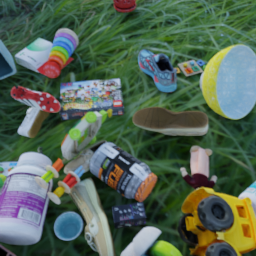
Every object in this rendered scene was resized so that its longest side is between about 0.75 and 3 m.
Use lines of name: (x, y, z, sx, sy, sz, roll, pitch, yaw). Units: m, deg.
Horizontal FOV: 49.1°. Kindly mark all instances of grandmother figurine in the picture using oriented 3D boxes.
grandmother figurine: (2.382, 1.626, 9.373, 1.311, 0.655, 2.162, 9, 50, 0)

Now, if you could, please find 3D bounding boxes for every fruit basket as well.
fruit basket: (-4.518, 1.626, 9.211, 1.406, 0.712, 1.518, -3, 40, 1)

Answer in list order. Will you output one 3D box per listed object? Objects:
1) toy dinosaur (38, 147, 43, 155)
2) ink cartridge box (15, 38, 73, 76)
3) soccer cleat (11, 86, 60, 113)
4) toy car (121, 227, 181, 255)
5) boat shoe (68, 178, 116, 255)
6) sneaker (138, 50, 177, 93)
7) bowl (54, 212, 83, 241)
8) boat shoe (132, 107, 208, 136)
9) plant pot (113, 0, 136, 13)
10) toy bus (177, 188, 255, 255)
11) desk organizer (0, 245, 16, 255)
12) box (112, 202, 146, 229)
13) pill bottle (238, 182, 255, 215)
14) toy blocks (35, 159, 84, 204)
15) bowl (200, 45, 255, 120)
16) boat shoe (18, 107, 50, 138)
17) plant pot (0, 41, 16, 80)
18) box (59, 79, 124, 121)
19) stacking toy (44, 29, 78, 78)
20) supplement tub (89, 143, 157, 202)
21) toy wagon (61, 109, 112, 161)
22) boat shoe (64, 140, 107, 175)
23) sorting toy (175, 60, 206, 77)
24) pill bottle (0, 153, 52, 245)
toy dinosaur: (-3.175, 0.945, 10.083, 0.223, 0.414, 0.940, 0, 49, -22)
ink cartridge box: (-4.077, -3.443, 13.659, 2.181, 0.546, 1.755, 24, 55, 20)
soccer cleat: (-3.484, -1.059, 10.683, 1.921, 0.818, 0.659, 18, 82, -5)
toy car: (0.524, 3.608, 6.717, 1.786, 2.041, 1.530, 43, 40, 18)
boat shoe: (-1.089, 2.747, 8.202, 0.896, 1.039, 2.849, -17, 49, -12)
sneaker: (1.411, -2.910, 12.660, 1.109, 1.336, 2.798, -21, 54, -21)
bowl: (-1.750, 3.005, 8.368, 0.838, 0.438, 0.838, 0, 49, 0)
boat shoe: (1.578, -0.134, 10.684, 2.842, 0.923, 1.025, 3, 59, 17)
plant pot: (-0.232, -7.768, 16.628, 1.552, 1.413, 1.552, 0, 50, -1)
toy bus: (2.828, 3.162, 7.616, 2.505, 1.770, 2.609, 10, 52, -12)
desk organizer: (-3.616, 3.628, 7.386, 2.990, 1.151, 1.072, 24, 54, 18)
box: (0.025, 2.672, 8.541, 0.965, 0.590, 0.512, -7, 52, -6)
pill bottle: (4.329, 2.079, 8.823, 1.643, 0.910, 0.910, -31, 57, -23)
toy blocks: (-1.989, 1.435, 8.474, 0.484, 1.111, 1.333, -8, 31, 45)
bowl: (3.846, -1.828, 11.300, 2.844, 2.844, 1.530, -35, 27, -26)
boat shoe: (-3.700, -0.546, 11.105, 0.724, 0.740, 2.090, 8, 49, 13)
plant pot: (-6.457, -3.376, 12.380, 2.112, 2.107, 2.152, -24, 46, -1)
box: (-1.542, -1.234, 11.836, 2.579, 0.486, 1.762, -6, 51, -5)
stacking toy: (-3.260, -3.429, 13.344, 1.169, 1.169, 2.739, 7, 57, 6)
supplement tub: (-0.158, 1.450, 9.135, 2.014, 1.234, 1.234, 30, 56, 23)
toy wagon: (-1.409, 0.112, 9.774, 0.457, 1.793, 2.311, 35, 63, 10)
boat shoe: (-1.414, 0.989, 9.592, 0.679, 0.612, 1.883, 23, 36, 37)
sorting toy: (2.962, -2.900, 13.373, 1.745, 0.238, 0.982, -18, 53, -14)
pill bottle: (-3.107, 2.071, 8.502, 1.417, 1.417, 2.523, 2, 50, 1)
